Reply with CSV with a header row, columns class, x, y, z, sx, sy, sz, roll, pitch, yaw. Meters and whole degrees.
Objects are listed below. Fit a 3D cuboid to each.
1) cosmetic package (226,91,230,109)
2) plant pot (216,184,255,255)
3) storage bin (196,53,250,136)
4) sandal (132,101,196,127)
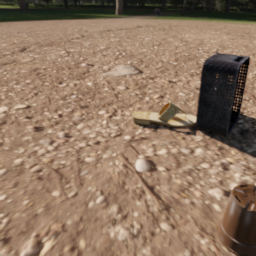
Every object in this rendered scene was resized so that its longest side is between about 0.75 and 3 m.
class,x,y,z,sx,sy,sz,roll,pitch,yaw
cosmetic package,3.695,-1.268,11.996,1.064,1.068,0.656,2,28,5
plant pot,2.495,1.855,5.822,1.134,1.123,1.134,0,26,0
storage bin,3.454,-1.269,10.283,1.230,2.624,1.774,17,31,29
sandal,1.465,-0.626,10.899,2.594,0.853,0.951,1,30,2
